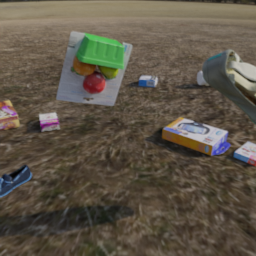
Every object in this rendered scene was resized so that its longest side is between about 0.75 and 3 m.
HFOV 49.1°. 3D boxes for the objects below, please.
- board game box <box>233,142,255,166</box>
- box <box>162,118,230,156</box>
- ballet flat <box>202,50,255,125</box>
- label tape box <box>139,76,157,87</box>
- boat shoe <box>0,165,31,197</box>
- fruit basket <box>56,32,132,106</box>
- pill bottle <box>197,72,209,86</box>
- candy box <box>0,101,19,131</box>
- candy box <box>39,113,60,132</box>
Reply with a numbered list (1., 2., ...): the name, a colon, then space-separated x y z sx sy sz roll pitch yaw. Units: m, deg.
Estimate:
1. board game box: 3.874 0.797 8.792 0.942 0.190 0.720 -23 35 -38
2. box: 2.370 0.275 9.569 2.096 0.435 1.248 18 32 34
3. ballet flat: 2.595 -0.653 5.621 2.529 0.805 0.852 31 64 -18
4. label tape box: 1.114 -2.590 15.171 0.863 0.398 1.205 6 29 12
5. boat shoe: -3.208 1.376 7.377 0.556 0.454 1.322 15 31 26
6. fruit basket: -0.878 -1.443 7.180 1.657 1.789 0.839 3 37 -29
7. pill bottle: 4.473 -2.651 14.798 1.486 0.846 0.846 -5 28 -9
8. candy box: -4.981 -0.477 10.932 1.055 0.510 1.808 -15 29 -26
9. candy box: -3.010 -0.228 10.662 0.680 0.304 0.997 -9 28 -16
